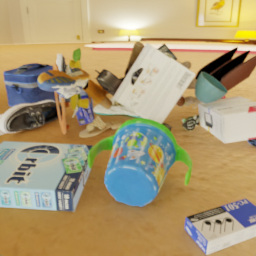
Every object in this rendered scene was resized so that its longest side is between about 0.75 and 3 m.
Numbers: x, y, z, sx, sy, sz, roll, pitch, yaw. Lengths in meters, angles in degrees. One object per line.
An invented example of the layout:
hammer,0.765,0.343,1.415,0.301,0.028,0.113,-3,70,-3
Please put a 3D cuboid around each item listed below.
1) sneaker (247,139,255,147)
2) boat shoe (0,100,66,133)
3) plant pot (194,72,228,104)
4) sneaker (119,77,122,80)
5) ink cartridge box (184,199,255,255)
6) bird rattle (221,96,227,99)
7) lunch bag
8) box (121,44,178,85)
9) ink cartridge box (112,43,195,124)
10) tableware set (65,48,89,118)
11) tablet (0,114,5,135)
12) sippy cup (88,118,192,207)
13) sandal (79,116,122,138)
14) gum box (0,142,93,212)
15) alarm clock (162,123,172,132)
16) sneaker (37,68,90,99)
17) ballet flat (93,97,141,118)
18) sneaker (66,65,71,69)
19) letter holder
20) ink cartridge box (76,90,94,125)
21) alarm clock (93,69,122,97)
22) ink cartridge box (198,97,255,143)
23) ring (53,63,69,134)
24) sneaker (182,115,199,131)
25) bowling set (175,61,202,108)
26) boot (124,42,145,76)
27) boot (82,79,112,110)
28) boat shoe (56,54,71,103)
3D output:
sneaker,4.426,0.511,8.984,1.133,0.397,0.441,11,17,22
boat shoe,-3.489,-0.411,10.714,0.921,0.972,2.781,15,20,26
plant pot,2.765,-1.293,9.768,1.126,0.758,1.126,27,30,-17
sneaker,-0.057,-1.704,10.990,1.328,0.544,0.512,11,31,-5
ink cartridge box,1.974,1.912,5.562,1.548,0.342,0.728,-9,25,-21
bird rattle,4.712,-1.632,14.243,0.821,0.567,1.007,5,19,-34
lunch bag,-4.613,-2.179,13.626,1.970,1.918,2.899,8,22,20
box,0.688,-2.026,10.264,1.825,0.786,1.495,-41,1,-29
ink cartridge box,0.807,-1.361,9.113,1.859,2.110,0.472,31,15,-10
tableware set,-1.534,-1.406,8.646,0.304,1.333,1.979,1,61,-28
tablet,-4.844,-0.252,11.195,1.727,0.181,2.654,13,25,27
sippy cup,0.240,0.883,6.638,2.211,1.736,1.621,-26,21,30
sandal,-1.037,-0.177,10.421,1.824,0.600,0.669,-16,27,-34
gum box,-2.425,1.124,7.180,2.694,0.600,2.289,2,22,4
alarm clock,0.725,0.264,9.238,1.256,0.620,1.862,9,19,21
sneaker,-1.686,-1.062,7.355,0.668,0.783,1.776,41,29,15
ballet flat,-0.303,-0.977,12.153,2.507,0.900,0.900,6,23,16
sneaker,-4.336,-3.307,17.908,1.114,1.039,2.811,16,31,13
letter holder,3.996,-2.398,11.230,2.341,1.664,1.177,-32,69,-19
ink cartridge box,-1.743,-0.944,10.769,0.660,1.179,1.728,-11,43,0
alarm clock,-0.474,-1.400,9.786,1.639,0.546,1.106,38,-4,-26
ink cartridge box,3.667,-0.356,9.769,1.729,1.003,2.342,-9,14,-2
ring,-2.385,-1.032,10.000,0.243,2.528,2.528,-7,23,-18
sneaker,2.301,-0.194,10.784,0.571,0.496,1.289,3,13,35
bowling set,2.088,-1.486,11.445,1.536,2.207,1.185,-38,20,-30
boot,0.274,-2.633,11.321,0.690,1.874,0.707,35,61,11
boot,-1.261,-1.536,10.515,0.655,1.333,1.862,-40,34,11
boat shoe,-2.543,-2.004,11.581,0.735,2.168,0.778,-2,33,-8
